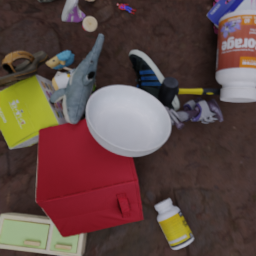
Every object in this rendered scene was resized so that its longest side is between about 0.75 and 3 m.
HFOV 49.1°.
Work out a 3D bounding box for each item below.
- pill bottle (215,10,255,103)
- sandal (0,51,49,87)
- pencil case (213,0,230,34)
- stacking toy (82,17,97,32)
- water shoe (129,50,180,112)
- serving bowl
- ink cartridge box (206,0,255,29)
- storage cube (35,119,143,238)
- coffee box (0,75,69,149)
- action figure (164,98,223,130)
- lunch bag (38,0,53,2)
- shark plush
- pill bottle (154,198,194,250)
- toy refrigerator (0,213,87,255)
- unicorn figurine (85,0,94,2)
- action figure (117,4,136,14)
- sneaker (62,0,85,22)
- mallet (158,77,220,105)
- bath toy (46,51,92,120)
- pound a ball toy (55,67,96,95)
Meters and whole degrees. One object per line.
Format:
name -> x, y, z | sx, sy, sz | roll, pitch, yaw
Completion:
pill bottle -> 3.372, -2.059, 8.401 | 1.392, 1.392, 2.482 | 3, 89, 1
sandal -> -3.040, -1.854, 7.999 | 1.130, 2.765, 0.755 | -16, 117, 14
pencil case -> 3.712, -4.609, 10.522 | 0.959, 0.990, 2.113 | 2, 76, -5
stacking toy -> -1.319, -3.352, 9.139 | 0.455, 1.066, 0.455 | -5, 107, -16
water shoe -> 0.669, -1.527, 9.774 | 1.073, 0.972, 2.719 | -35, 78, -6
serving bowl -> -0.039, -0.094, 6.966 | 2.124, 0.699, 2.124 | 10, 47, -11
ink cartridge box -> 3.917, -3.823, 9.307 | 1.909, 0.413, 1.874 | 35, 106, -23
storage cube -> -1.040, 1.335, 8.017 | 2.445, 2.325, 2.720 | -12, 49, -3
coffee box -> -3.033, -0.475, 8.890 | 1.688, 1.669, 1.685 | -26, 89, 3
action figure -> 1.450, -0.261, 9.043 | 2.986, 1.943, 1.036 | -16, 88, -17
lunch bag -> -3.206, -5.587, 10.796 | 1.108, 0.920, 1.320 | -23, 77, -7
shark plush -> -1.107, -1.328, 7.981 | 1.192, 1.092, 2.623 | 36, 81, -21
pill bottle -> 1.389, 2.974, 8.754 | 0.786, 0.786, 1.403 | -26, 78, -6
toy refrigerator -> -2.613, 3.268, 8.621 | 2.577, 0.902, 0.978 | 7, 76, 1
unicorn figurine -> -1.037, -5.797, 10.999 | 1.512, 0.813, 2.201 | 42, 94, -1
action figure -> -0.086, -4.697, 10.966 | 0.785, 0.203, 0.257 | 23, 80, 8
sneaker -> -1.732, -3.970, 9.389 | 0.721, 1.264, 0.458 | 1, 81, -26
mallet -> 2.281, -1.250, 8.932 | 2.638, 0.869, 0.543 | -5, 53, -2
bath toy -> -1.515, -0.956, 9.015 | 1.279, 1.087, 2.942 | -39, 108, -42
pound a ball toy -> -1.964, -1.714, 9.964 | 1.620, 0.688, 1.057 | 16, 77, 4
